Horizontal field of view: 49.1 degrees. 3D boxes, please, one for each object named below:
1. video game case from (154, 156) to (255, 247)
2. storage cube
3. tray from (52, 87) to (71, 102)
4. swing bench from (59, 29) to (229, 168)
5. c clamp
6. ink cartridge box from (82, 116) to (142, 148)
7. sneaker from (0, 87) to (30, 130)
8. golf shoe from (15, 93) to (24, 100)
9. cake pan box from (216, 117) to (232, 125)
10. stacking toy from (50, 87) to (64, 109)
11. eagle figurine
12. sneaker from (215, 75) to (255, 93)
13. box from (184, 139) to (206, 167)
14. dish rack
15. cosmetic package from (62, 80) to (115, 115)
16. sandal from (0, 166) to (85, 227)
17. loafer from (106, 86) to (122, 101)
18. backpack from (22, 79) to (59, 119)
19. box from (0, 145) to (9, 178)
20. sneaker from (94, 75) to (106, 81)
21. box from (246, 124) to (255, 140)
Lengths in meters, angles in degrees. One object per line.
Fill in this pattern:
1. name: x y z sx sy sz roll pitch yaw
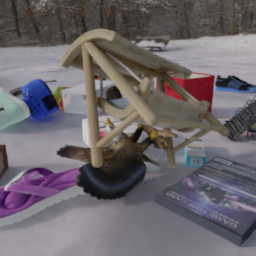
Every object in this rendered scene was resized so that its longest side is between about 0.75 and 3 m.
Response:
1. video game case: 2.142 1.382 6.158 1.909 0.254 2.673 18 27 42
2. storage cube: 2.343 -1.328 11.672 1.998 1.796 1.708 -12 22 -33
3. tray: -3.186 -1.706 14.816 1.311 0.492 2.658 0 20 -2
4. swing bench: 0.359 -0.735 6.535 2.874 2.889 1.875 7 -37 -46
5. c clamp: -4.557 -1.333 12.325 2.241 0.355 2.623 -5 42 10
6. ink cartridge box: -0.547 0.238 8.658 1.332 0.776 1.840 -8 20 -22
7. sneaker: -5.202 -0.719 10.673 2.757 1.014 1.626 20 41 37
8. golf shoe: -4.594 -1.219 12.941 2.177 0.820 0.996 1 22 7
9. cake pan box: 3.806 -0.222 10.901 0.705 0.200 0.766 -6 22 -12
10. stacking toy: -3.150 -1.250 12.643 0.500 1.071 1.183 20 27 30
11. eagle figurine: -0.296 0.631 6.810 2.420 1.826 1.836 -36 -9 -16
12. sneaker: 6.507 -2.669 16.848 2.478 0.965 0.869 7 19 20
13. box: 1.902 0.690 8.049 0.523 0.313 1.272 3 19 9
14. dish rack: 3.898 -0.596 8.430 1.970 2.568 0.701 -37 72 -8
15. cosmetic package: -1.684 -1.521 13.386 1.499 1.092 2.949 8 22 23
16. sandal: -1.906 1.178 5.994 2.933 0.721 1.193 -14 24 -36
17. loafer: -0.560 -1.161 12.287 0.749 0.732 2.051 -27 -12 -1
18. backpack: -3.647 -1.153 11.259 1.239 1.476 1.200 -34 19 -34
19. box: -3.358 0.951 6.753 0.498 0.666 1.330 -1 19 -3
20. sneaker: -2.199 -3.012 17.646 0.851 1.095 2.433 10 21 28
21. box: 4.880 0.202 9.515 1.519 0.286 1.038 10 21 26
